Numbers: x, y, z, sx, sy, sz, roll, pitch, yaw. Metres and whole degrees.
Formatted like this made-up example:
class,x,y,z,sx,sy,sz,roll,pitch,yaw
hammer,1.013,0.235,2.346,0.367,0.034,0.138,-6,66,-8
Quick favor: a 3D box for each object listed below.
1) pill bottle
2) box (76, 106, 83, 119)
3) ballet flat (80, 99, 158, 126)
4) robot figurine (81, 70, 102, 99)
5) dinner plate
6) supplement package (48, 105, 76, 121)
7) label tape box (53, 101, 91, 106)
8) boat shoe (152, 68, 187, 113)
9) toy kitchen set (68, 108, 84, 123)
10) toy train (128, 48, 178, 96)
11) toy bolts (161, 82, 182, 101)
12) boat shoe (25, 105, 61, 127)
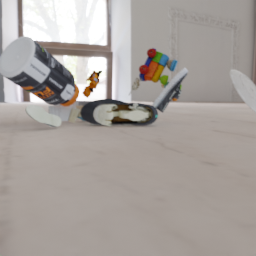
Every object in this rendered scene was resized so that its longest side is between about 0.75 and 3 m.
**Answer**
class,x,y,z,sx,sy,sz,roll,pitch,yaw
pill bottle,-3.009,-1.828,10.232,1.577,1.577,2.969,4,-18,28
box,-2.152,-0.706,12.669,1.512,0.588,0.718,0,6,-3
ballet flat,-0.331,-0.502,9.689,2.766,1.011,1.011,2,7,0
robot figurine,-1.097,-1.385,8.521,0.317,0.789,1.088,32,30,-20
dinner plate,2.998,-0.928,6.931,1.349,1.349,0.163,-8,-22,-48
supplement package,-2.770,-0.619,11.761,1.083,0.633,0.635,-2,7,-20
label tape box,-2.210,-0.975,14.004,2.559,0.810,1.845,0,7,2
boat shoe,1.691,-1.360,10.526,0.646,1.907,0.684,39,25,0
toy kitchen set,-2.015,-0.407,11.243,0.906,0.534,0.726,20,-6,-33
toy train,0.985,-1.916,10.710,1.198,2.071,0.877,23,-10,13
toy bolts,1.673,-1.541,11.289,0.589,0.811,0.849,16,1,32
boat shoe,-2.673,-0.322,8.659,0.396,0.467,1.283,-10,-24,34
